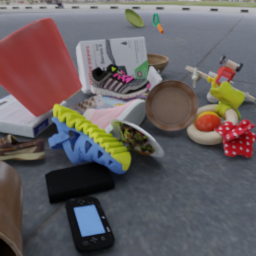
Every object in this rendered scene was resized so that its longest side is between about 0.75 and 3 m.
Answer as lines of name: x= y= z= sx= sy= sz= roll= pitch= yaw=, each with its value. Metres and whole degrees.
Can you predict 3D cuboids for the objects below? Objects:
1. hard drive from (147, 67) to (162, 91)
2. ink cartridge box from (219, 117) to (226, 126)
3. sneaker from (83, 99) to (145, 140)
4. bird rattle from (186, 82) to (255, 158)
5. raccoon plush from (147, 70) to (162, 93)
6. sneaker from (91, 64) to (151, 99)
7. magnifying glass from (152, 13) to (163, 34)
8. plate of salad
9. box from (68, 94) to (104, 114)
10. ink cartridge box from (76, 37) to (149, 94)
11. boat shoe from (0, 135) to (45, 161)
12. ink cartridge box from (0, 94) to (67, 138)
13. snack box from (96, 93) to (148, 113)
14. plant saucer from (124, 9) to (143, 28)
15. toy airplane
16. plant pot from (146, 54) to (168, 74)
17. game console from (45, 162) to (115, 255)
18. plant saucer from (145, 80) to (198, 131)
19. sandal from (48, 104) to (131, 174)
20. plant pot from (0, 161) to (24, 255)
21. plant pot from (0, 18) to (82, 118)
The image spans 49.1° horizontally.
hard drive: x=0.989 y=-1.785 z=10.994 sx=0.143 sy=1.087 sz=0.717 roll=-23 pitch=66 yaw=-17
ink cartridge box: x=3.372 y=-0.297 z=10.221 sx=0.849 sy=0.496 sz=1.463 roll=16 pitch=32 yaw=27
sneaker: x=-0.583 y=-0.370 z=9.702 sx=1.510 sy=1.087 sz=2.889 roll=22 pitch=39 yaw=26
bird rattle: x=2.999 y=-0.072 z=9.223 sx=2.119 sy=1.464 sz=2.599 roll=-13 pitch=49 yaw=25
raccoon plush: x=0.975 y=-2.048 z=11.945 sx=0.669 sy=0.926 sz=1.383 roll=-14 pitch=-11 yaw=38
sneaker: x=-0.412 y=-1.885 z=10.922 sx=2.684 sy=1.174 sz=0.990 roll=8 pitch=34 yaw=31
magnifying glass: x=1.416 y=-4.932 z=13.302 sx=0.164 sy=0.581 sz=1.461 roll=-2 pitch=50 yaw=-13
plate of salad: x=0.195 y=0.376 z=7.960 sx=1.812 sy=1.812 sz=0.435 roll=23 pitch=70 yaw=36
box: x=-1.655 y=-0.754 z=10.216 sx=2.000 sy=0.387 sz=0.414 roll=-15 pitch=8 yaw=44
ink cartridge box: x=-0.702 y=-2.830 z=12.804 sx=2.998 sy=2.188 sz=1.260 roll=-10 pitch=5 yaw=-16
boat shoe: x=-3.416 y=0.536 z=8.103 sx=1.977 sy=0.712 sz=0.713 roll=2 pitch=10 yaw=-4
ink cartridge box: x=-3.968 y=-0.546 z=10.519 sx=2.494 sy=0.506 sz=2.489 roll=11 pitch=28 yaw=13
snack box: x=-0.129 y=-1.003 z=11.371 sx=1.878 sy=0.635 sz=1.584 roll=-21 pitch=33 yaw=-33
plant saucer: x=0.569 y=-11.971 z=30.788 sx=2.596 sy=0.403 sz=2.596 roll=23 pitch=47 yaw=-27
toy airplane: x=3.983 y=-1.902 z=12.297 sx=2.492 sy=1.766 sz=2.503 roll=28 pitch=-1 yaw=-36
plant pot: x=1.017 y=-3.255 z=15.164 sx=2.263 sy=1.045 sz=2.263 roll=1 pitch=28 yaw=0
game console: x=-0.972 y=1.740 z=6.583 sx=1.651 sy=0.337 sz=2.800 roll=-10 pitch=30 yaw=-18
plant saucer: x=1.486 y=-0.753 z=9.679 sx=1.799 sy=1.799 sz=0.329 roll=4 pitch=-7 yaw=8
sandal: x=-1.203 y=0.508 z=7.936 sx=2.967 sy=1.292 sz=1.179 roll=31 pitch=6 yaw=31
plant pot: x=-2.747 y=1.653 z=4.805 sx=2.121 sy=2.121 sz=2.099 roll=-5 pitch=26 yaw=-10
plant pot: x=-2.972 y=-1.847 z=9.306 sx=2.726 sy=2.412 sz=2.726 roll=-29 pitch=17 yaw=10
